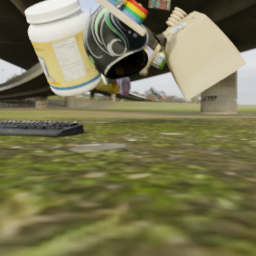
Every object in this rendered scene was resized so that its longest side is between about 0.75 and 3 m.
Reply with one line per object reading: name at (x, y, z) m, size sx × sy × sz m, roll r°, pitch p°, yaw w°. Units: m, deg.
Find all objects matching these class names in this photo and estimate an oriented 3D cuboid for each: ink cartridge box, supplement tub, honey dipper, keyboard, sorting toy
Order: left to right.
keyboard at (-2.669, -0.009, 7.684) m, size 2.870 × 0.368 × 1.723 m, roll 2°, pitch 3°, yaw 18°
supplement tub at (-2.200, -2.884, 10.059) m, size 2.161 × 2.988 × 2.161 m, roll -10°, pitch 36°, yaw 7°
sorting toy at (-0.178, -2.967, 6.729) m, size 1.509 × 0.528 × 1.518 m, roll 31°, pitch 19°, yaw -19°
ink cartridge box at (0.718, -4.054, 14.259) m, size 2.720 × 1.030 × 2.010 m, roll 26°, pitch 8°, yaw 3°
ink cartridge box at (1.601, -1.849, 15.370) m, size 0.932 × 0.235 × 0.508 m, roll 29°, pitch 26°, yaw -34°
honey dipper at (1.295, -3.338, 11.205) m, size 0.552 × 2.908 × 0.552 m, roll 31°, pitch 14°, yaw -8°

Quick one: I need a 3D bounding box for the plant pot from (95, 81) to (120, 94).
plant pot at (-1.069, -2.401, 14.431) m, size 1.259 × 1.338 × 1.338 m, roll 1°, pitch 3°, yaw 28°

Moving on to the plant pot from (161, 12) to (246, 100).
plant pot at (2.417, -2.835, 10.280) m, size 2.371 × 2.099 × 2.368 m, roll -31°, pitch 24°, yaw 14°

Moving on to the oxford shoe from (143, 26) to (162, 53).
oxford shoe at (0.835, -3.709, 11.860) m, size 1.514 × 0.540 × 0.539 m, roll 41°, pitch -9°, yaw -25°

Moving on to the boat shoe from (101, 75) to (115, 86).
boat shoe at (-0.414, -2.495, 10.684) m, size 0.794 × 0.936 × 2.570 m, roll -9°, pitch 34°, yaw 19°

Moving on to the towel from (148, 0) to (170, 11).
towel at (0.890, -3.783, 6.897) m, size 0.177 × 1.630 × 1.195 m, roll 16°, pitch 24°, yaw 27°

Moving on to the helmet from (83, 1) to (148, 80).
helmet at (-0.337, -2.841, 8.891) m, size 2.204 × 2.101 × 2.204 m, roll -23°, pitch -12°, yaw -5°

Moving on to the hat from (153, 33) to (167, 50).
hat at (1.113, -2.907, 9.229) m, size 0.306 × 0.758 × 0.758 m, roll -30°, pitch -3°, yaw 10°

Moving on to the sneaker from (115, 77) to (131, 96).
sneaker at (-0.334, -2.172, 12.686) m, size 0.625 × 1.553 × 0.687 m, roll 1°, pitch -14°, yaw -43°
